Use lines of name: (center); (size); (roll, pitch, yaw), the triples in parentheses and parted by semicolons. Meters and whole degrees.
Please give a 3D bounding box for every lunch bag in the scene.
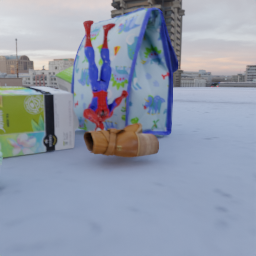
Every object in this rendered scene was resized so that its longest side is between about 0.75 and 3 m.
lunch bag: (-0.182, -1.314, 7.065); (1.843, 2.892, 2.459); (-8, 12, -42)

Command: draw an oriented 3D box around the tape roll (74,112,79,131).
tape roll: (-1.703, -0.368, 7.176); (1.109, 1.109, 0.203); (11, 44, 47)

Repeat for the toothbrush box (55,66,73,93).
toothbrush box: (-1.368, -1.820, 10.530); (1.541, 0.911, 2.117); (29, 49, 34)

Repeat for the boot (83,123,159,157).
boot: (-0.242, 0.228, 5.031); (1.133, 0.560, 1.460); (0, 13, -19)

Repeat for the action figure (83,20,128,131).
action figure: (-0.438, -0.863, 5.307); (0.731, 2.240, 1.109); (-4, 12, -28)

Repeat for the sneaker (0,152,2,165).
sneaker: (-1.805, 0.344, 3.672); (0.293, 0.797, 0.470); (25, 27, -11)

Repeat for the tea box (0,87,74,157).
tea box: (-2.257, -0.215, 5.801); (1.728, 1.174, 1.757); (-8, 15, -33)
